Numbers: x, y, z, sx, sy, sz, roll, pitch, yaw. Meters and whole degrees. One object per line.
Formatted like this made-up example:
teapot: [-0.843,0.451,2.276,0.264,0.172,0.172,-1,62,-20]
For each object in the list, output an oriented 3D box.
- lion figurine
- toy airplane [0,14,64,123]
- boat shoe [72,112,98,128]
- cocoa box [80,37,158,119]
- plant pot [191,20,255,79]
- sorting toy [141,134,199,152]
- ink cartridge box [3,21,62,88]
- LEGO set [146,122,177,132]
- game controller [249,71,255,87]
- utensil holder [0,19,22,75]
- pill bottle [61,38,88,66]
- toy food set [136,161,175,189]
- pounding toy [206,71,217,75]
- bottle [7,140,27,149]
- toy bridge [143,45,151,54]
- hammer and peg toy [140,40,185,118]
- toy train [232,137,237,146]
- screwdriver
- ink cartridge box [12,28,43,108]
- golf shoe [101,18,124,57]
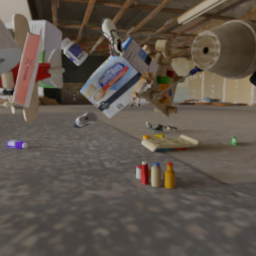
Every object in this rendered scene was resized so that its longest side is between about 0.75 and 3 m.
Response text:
lion figurine: [0.324,-1.018,7.279,0.379,1.047,0.641,40,4,-23]
toy airplane: [-3.232,-1.745,8.581,1.768,2.506,2.495,13,-20,31]
boat shoe: [-1.070,-0.170,6.925,0.283,0.299,0.854,-26,5,28]
cocoa box: [-0.312,-1.740,9.918,2.263,1.485,1.509,-36,21,35]
plant pot: [2.245,-1.857,6.687,1.253,1.444,1.444,-10,12,-32]
sorting toy: [1.630,0.638,12.215,1.975,0.355,2.651,-6,9,-12]
ink cartridge box: [-4.070,-2.644,10.243,2.940,2.129,1.234,4,0,15]
LEGO set: [1.824,0.083,16.092,2.151,0.610,1.397,11,5,-21]
game controller: [3.632,-1.431,7.450,0.493,0.946,0.199,38,-18,18]
utensil holder: [-3.010,-1.860,5.828,1.109,1.304,1.109,-36,-2,-2]
pill bottle: [-2.254,-3.142,11.504,1.069,0.640,0.640,43,2,-9]
toy food set: [0.641,1.103,7.342,0.665,0.627,1.393,-3,8,-21]
pounding toy: [2.767,-2.040,7.675,0.753,1.317,0.756,33,-1,-30]
bottle: [-4.609,0.696,11.670,0.927,0.303,0.387,4,9,29]
toy bridge: [0.677,-3.122,12.704,0.273,2.003,0.673,-16,-44,30]
hammer and peg toy: [1.534,-2.000,11.223,0.981,2.781,2.046,7,-17,35]
toy train: [4.768,0.595,12.537,0.206,0.278,0.987,3,8,18]
screwdriver: [1.847,-1.665,9.245,2.663,0.371,0.387,-33,21,-3]
ink cartridge box: [-1.537,-0.884,4.268,0.245,1.126,0.978,13,-1,-15]
golf shoe: [-0.348,-2.342,7.225,0.395,1.022,0.450,-33,29,-25]
